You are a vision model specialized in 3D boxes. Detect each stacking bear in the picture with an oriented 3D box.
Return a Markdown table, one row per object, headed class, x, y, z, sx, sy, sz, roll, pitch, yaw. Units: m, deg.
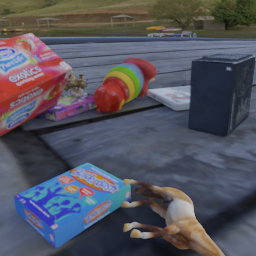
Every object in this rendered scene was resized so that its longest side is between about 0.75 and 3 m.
| class | x | y | z | sx | sy | sz | roll | pitch | yaw |
| --- | --- | --- | --- | --- | --- | --- | --- | --- | --- |
| stacking bear | -0.238 | -1.230 | 8.669 | 1.248 | 1.333 | 2.195 | 34 | 44 | 7 |

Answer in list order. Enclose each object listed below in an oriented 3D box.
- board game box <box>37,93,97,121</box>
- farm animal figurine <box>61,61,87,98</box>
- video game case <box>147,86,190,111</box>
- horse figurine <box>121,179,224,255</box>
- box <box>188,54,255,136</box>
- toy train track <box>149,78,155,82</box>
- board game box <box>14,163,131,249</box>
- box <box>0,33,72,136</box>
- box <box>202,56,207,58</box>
| class | x | y | z | sx | sy | sz | roll | pitch | yaw |
| --- | --- | --- | --- | --- | --- | --- | --- | --- | --- |
| board game box | -1.826 | -0.723 | 8.674 | 1.256 | 0.338 | 2.092 | 19 | 28 | 31 |
| farm animal figurine | -1.921 | -1.532 | 9.275 | 1.219 | 0.643 | 1.233 | 13 | 56 | 6 |
| video game case | 2.064 | -1.086 | 9.601 | 2.207 | 0.261 | 2.009 | -8 | 23 | -20 |
| horse figurine | 0.497 | 1.126 | 3.591 | 1.150 | 0.433 | 1.735 | 12 | 13 | -9 |
| box | 2.407 | -0.931 | 7.165 | 1.080 | 1.743 | 1.713 | 12 | 24 | 33 |
| toy train track | 0.271 | -1.964 | 11.582 | 1.546 | 0.439 | 2.696 | 1 | 23 | 0 |
| board game box | -0.784 | 1.032 | 4.117 | 1.028 | 0.304 | 1.352 | 18 | 28 | 39 |
| box | -2.855 | -0.877 | 6.270 | 1.455 | 1.393 | 2.919 | 42 | 42 | 5 |
| box | 3.758 | -2.186 | 11.026 | 1.823 | 1.071 | 1.793 | 10 | 18 | 12 |
